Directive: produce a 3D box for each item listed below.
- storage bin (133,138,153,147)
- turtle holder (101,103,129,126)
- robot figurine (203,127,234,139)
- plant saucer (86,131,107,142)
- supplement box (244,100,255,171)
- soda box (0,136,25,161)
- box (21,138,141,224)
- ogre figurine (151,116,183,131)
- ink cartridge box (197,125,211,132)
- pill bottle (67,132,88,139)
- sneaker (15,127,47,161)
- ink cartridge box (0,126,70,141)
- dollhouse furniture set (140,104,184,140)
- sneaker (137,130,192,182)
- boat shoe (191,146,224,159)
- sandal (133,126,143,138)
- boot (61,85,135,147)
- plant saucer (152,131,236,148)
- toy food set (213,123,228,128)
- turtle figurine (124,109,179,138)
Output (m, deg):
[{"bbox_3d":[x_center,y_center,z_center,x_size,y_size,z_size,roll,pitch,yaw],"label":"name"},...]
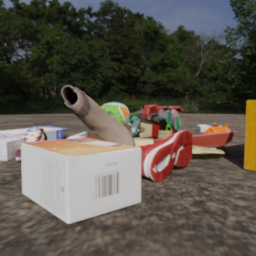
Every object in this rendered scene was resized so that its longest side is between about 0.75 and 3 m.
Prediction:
[{"bbox_3d":[0.471,0.634,10.709,0.930,0.436,0.924,-1,4,-3],"label":"storage bin"},{"bbox_3d":[-0.898,-0.492,15.135,1.556,1.665,2.191,-36,-4,-41],"label":"turtle holder"},{"bbox_3d":[3.943,0.319,12.264,1.325,0.773,0.953,0,-12,-18],"label":"robot figurine"},{"bbox_3d":[-0.594,0.677,6.693,0.230,1.338,1.338,-40,24,-23],"label":"plant saucer"},{"bbox_3d":[5.003,0.187,7.471,2.754,1.854,2.792,5,7,44],"label":"supplement box"},{"bbox_3d":[-3.877,0.651,9.406,0.573,0.613,1.799,0,5,5],"label":"soda box"},{"bbox_3d":[-0.928,0.808,5.186,1.479,1.033,1.943,-4,7,-41],"label":"box"},{"bbox_3d":[2.067,-0.321,15.781,2.173,1.303,1.066,-33,29,24],"label":"ogre figurine"},{"bbox_3d":[4.760,0.043,17.652,0.667,0.390,1.149,0,5,0],"label":"ink cartridge box"},{"bbox_3d":[-1.362,0.596,8.417,0.894,0.894,1.536,1,5,9],"label":"pill bottle"},{"bbox_3d":[-3.181,0.472,9.247,0.826,0.993,2.203,-1,5,-8],"label":"sneaker"},{"bbox_3d":[-4.406,0.342,13.046,1.775,0.624,2.975,4,9,37],"label":"ink cartridge box"},{"bbox_3d":[1.532,-0.253,12.001,1.188,1.572,2.922,2,-4,21],"label":"dollhouse furniture set"},{"bbox_3d":[0.660,0.585,7.495,1.538,1.043,2.663,4,8,33],"label":"sneaker"},{"bbox_3d":[2.441,0.738,8.839,1.184,0.372,0.432,0,-32,-2],"label":"boat shoe"},{"bbox_3d":[0.571,0.183,15.080,0.514,0.764,1.903,22,3,5],"label":"sandal"},{"bbox_3d":[-1.155,-0.311,9.573,2.922,1.026,2.137,37,-5,43],"label":"boot"},{"bbox_3d":[2.464,0.475,10.033,2.507,0.460,2.502,-7,-3,26],"label":"plant saucer"},{"bbox_3d":[5.519,-0.027,17.270,0.633,0.596,1.325,-2,5,-18],"label":"toy food set"},{"bbox_3d":[0.742,-0.176,12.461,2.758,1.388,2.064,-9,-1,30],"label":"turtle figurine"}]
